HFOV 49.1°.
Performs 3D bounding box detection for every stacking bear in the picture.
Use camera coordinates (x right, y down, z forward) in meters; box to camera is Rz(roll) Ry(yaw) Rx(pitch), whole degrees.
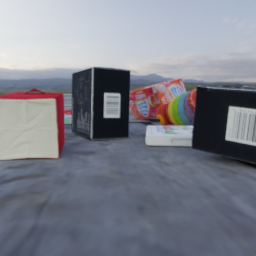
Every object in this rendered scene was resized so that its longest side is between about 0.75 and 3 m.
[{"bbox_3d":[1.775,-0.521,9.193,1.248,1.333,2.195,-35,14,-34],"label":"stacking bear"}]

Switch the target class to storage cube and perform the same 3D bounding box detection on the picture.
[{"bbox_3d":[-1.693,-0.082,4.966,1.012,1.184,1.064,0,12,-7],"label":"storage cube"}]

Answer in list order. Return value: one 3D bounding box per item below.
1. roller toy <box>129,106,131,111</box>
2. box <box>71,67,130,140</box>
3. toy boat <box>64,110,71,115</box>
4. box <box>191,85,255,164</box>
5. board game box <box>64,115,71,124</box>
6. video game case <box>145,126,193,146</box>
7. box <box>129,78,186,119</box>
[{"bbox_3d":[1.006,-1.636,19.077,1.972,1.378,1.799,2,-7,-9],"label":"roller toy"},{"bbox_3d":[-0.790,-0.646,7.470,1.080,1.743,1.713,-1,6,-29],"label":"box"},{"bbox_3d":[-3.075,-0.938,15.731,1.052,0.687,0.686,2,6,16],"label":"toy boat"},{"bbox_3d":[2.262,-0.114,4.495,1.793,1.071,1.823,13,16,39],"label":"box"},{"bbox_3d":[-2.625,-0.371,11.981,1.028,0.304,1.352,-5,7,-39],"label":"board game box"},{"bbox_3d":[1.445,0.163,6.820,2.009,0.261,2.207,0,6,4],"label":"video game case"},{"bbox_3d":[1.275,-1.276,12.953,1.455,1.393,2.919,-20,8,-24],"label":"box"}]
